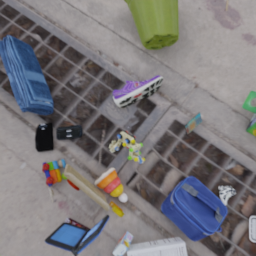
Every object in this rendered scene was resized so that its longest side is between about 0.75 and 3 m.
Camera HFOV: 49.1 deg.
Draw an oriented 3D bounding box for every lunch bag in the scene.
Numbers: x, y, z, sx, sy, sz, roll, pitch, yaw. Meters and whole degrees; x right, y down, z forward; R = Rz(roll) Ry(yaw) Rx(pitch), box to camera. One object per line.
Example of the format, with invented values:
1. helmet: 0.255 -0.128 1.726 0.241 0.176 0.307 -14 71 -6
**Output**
1. lunch bag: 2.196 2.632 9.027 1.901 1.258 1.291 41 50 12

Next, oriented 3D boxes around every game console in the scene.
1. game console: -2.618 0.300 10.580 1.807 0.218 1.066 -7 71 0
2. game console: -1.464 3.027 8.448 1.371 1.607 0.951 -44 86 6

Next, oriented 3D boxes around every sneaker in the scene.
1. sneaker: 0.366 -1.605 10.946 2.120 0.855 0.885 -24 67 -7
2. sneaker: 3.434 2.288 9.601 0.544 0.836 0.334 -17 108 18

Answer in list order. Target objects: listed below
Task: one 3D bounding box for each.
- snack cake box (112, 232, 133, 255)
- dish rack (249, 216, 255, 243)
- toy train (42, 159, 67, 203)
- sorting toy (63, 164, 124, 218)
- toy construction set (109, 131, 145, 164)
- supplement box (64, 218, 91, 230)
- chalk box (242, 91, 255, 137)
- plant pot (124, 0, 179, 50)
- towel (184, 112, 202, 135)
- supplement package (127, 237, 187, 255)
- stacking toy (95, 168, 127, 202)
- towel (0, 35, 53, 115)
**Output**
1. snack cake box: -0.158 3.687 8.850 0.270 0.804 0.462 39 105 6
2. dish rack: 4.578 3.480 9.502 0.984 0.214 0.844 7 70 5
3. toy train: -2.498 1.835 9.951 0.814 0.596 1.407 -15 75 -23
4. sorting toy: -1.103 2.154 8.995 2.491 1.856 0.334 42 82 -9
5. toy construction set: -0.040 0.674 10.017 1.436 0.942 0.662 18 39 34
6. supplement box: -1.741 3.480 9.420 0.960 0.292 0.522 24 79 10
7. chalk box: 5.590 -0.413 10.024 2.834 1.756 1.769 32 73 10
8. plant pot: 1.128 -4.512 11.359 2.422 2.422 2.300 -9 85 -3
9. towel: 2.471 -0.161 10.567 0.806 0.591 0.087 -42 50 -10
10. supplement package: 0.911 4.166 8.821 1.808 0.990 1.028 -7 79 -3
11. stacking toy: -0.484 2.082 9.666 0.886 0.886 1.213 -39 81 -12
12. towel: -3.731 -1.928 10.493 0.721 1.658 2.969 -28 78 18
